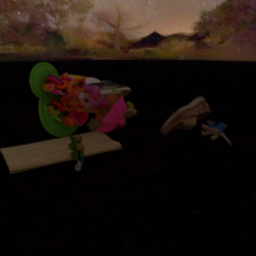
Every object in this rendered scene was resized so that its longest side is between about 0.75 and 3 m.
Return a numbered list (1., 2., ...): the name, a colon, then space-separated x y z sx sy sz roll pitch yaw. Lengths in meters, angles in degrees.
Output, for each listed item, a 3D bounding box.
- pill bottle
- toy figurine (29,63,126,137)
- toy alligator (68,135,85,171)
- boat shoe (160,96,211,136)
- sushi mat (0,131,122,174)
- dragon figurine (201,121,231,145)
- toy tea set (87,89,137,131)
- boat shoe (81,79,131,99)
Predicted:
1. pill bottle: -1.785 -1.354 11.082 1.329 1.329 2.433 -13 20 -37
2. toy figurine: -1.108 -0.691 7.318 2.148 2.334 1.752 7 51 33
3. toy alligator: -1.122 0.572 6.343 0.279 0.385 1.162 25 28 -34
4. boat shoe: 1.766 -0.273 8.409 1.798 0.645 0.681 -34 -16 -15
5. sushi mat: -1.649 0.514 7.103 2.816 0.170 1.347 -11 21 -31
6. dragon figurine: 2.622 0.087 8.144 0.700 0.414 1.407 -9 18 -28
7. toy tea set: -0.466 -0.584 8.241 1.240 0.772 2.085 -4 -18 -23
8. boat shoe: -0.688 -1.194 9.082 0.839 0.756 2.333 -43 -10 31
